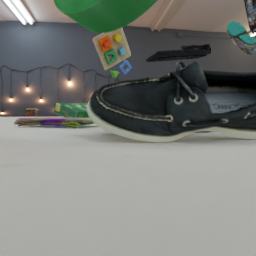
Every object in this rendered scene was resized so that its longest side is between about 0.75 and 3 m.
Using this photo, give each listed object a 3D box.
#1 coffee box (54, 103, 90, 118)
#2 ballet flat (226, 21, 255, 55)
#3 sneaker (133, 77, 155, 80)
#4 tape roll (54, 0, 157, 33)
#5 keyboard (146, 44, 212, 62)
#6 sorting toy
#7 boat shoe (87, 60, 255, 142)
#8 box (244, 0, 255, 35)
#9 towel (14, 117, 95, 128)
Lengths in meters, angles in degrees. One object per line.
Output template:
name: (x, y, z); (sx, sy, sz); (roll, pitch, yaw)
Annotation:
coffee box: (-2.058, -0.721, 12.846); (1.422, 0.508, 2.312); (23, 15, 30)
ballet flat: (3.131, -2.462, 7.800); (0.506, 0.506, 1.407); (-1, 43, -13)
sneaker: (0.711, -0.454, 5.306); (2.994, 1.096, 1.226); (0, -2, -40)
tape roll: (-0.166, -2.908, 4.476); (2.708, 2.708, 0.651); (3, -14, 43)
keyboard: (1.670, -2.222, 8.430); (2.032, 0.209, 1.291); (-12, -1, -26)
sorting toy: (-0.558, -3.160, 10.967); (1.440, 2.558, 0.348); (-37, 34, -21)
boat shoe: (0.872, -0.412, 3.502); (2.701, 0.896, 1.010); (6, 47, -8)
box: (2.580, -2.246, 5.215); (0.690, 0.862, 0.191); (-17, -34, 36)
towel: (-1.813, -0.155, 7.794); (2.200, 0.250, 1.580); (2, 3, 22)
